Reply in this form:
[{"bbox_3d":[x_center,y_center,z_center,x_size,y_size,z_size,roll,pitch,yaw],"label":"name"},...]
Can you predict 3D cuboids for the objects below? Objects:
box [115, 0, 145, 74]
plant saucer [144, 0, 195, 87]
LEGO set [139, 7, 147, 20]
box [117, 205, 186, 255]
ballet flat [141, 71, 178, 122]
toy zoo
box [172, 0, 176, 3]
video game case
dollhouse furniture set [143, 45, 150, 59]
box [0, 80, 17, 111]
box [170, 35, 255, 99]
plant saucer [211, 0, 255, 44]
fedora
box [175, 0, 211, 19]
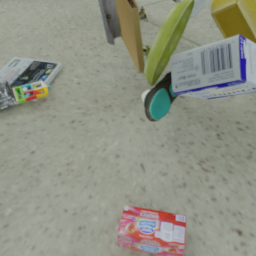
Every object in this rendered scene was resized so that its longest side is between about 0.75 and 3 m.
[{"bbox_3d":[0.017,-3.503,9.462,0.288,2.704,2.210,-19,59,-5],"label":"box"},{"bbox_3d":[1.162,-2.582,8.480,0.431,2.774,2.774,29,48,7],"label":"plant saucer"},{"bbox_3d":[0.391,-7.508,17.787,1.649,0.955,1.268,4,43,5],"label":"LEGO set"},{"bbox_3d":[0.587,2.573,6.948,1.616,0.771,0.806,7,43,8],"label":"box"},{"bbox_3d":[1.046,-1.021,8.813,0.914,0.909,2.672,0,33,41],"label":"ballet flat"},{"bbox_3d":[-3.862,-1.486,11.356,1.451,0.148,0.952,-18,48,-18],"label":"toy zoo"},{"bbox_3d":[1.016,-6.468,11.830,2.229,0.554,2.213,22,25,-46],"label":"box"},{"bbox_3d":[-4.642,-2.254,12.521,2.472,0.318,2.719,9,44,10],"label":"video game case"},{"bbox_3d":[0.649,-3.041,11.328,0.444,0.574,1.149,5,23,-2],"label":"dollhouse furniture set"},{"bbox_3d":[-5.306,-1.147,11.035,1.494,0.372,1.178,-26,57,-15],"label":"box"},{"bbox_3d":[2.505,-1.490,7.560,1.912,1.091,2.079,-6,-3,44],"label":"box"},{"bbox_3d":[4.060,-3.637,10.043,0.642,2.652,2.651,-37,14,0],"label":"plant saucer"},{"bbox_3d":[-0.472,-4.883,11.190,1.341,2.971,2.627,-11,23,2],"label":"fedora"},{"bbox_3d":[2.292,-4.717,10.014,1.009,1.098,0.576,-44,43,11],"label":"box"}]
